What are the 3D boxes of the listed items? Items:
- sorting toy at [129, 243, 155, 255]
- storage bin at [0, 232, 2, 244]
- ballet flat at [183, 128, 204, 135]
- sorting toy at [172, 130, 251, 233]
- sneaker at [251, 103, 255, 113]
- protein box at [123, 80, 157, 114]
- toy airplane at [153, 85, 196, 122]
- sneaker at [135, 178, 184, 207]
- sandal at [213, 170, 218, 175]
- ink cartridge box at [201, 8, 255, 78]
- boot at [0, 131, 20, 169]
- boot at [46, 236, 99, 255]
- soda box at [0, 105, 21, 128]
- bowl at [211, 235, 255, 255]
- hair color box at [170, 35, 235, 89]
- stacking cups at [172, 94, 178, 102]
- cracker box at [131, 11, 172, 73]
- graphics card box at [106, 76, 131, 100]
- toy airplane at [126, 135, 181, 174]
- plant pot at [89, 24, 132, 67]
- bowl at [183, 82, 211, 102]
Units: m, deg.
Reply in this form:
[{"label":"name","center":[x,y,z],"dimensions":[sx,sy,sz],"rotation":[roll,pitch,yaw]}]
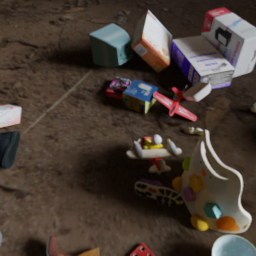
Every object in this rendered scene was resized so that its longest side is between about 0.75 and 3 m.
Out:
[{"label":"sorting toy","center":[-0.145,3.975,6.539],"dimensions":[2.961,0.501,1.427],"rotation":[-31,55,-26]},{"label":"storage bin","center":[-3.964,3.064,7.144],"dimensions":[1.503,1.094,1.009],"rotation":[-9,20,-8]},{"label":"ballet flat","center":[2.444,0.094,10.318],"dimensions":[0.779,0.246,0.268],"rotation":[9,48,9]},{"label":"sorting toy","center":[2.258,1.360,7.694],"dimensions":[1.399,2.358,2.620],"rotation":[-14,48,-13]},{"label":"sneaker","center":[5.548,-0.655,10.833],"dimensions":[1.479,0.560,0.680],"rotation":[2,51,3]},{"label":"protein box","center":[0.479,-1.266,11.273],"dimensions":[1.023,0.690,1.016],"rotation":[23,51,20]},{"label":"toy airplane","center":[1.907,-1.015,11.141],"dimensions":[1.954,0.359,1.954],"rotation":[7,60,-13]},{"label":"sneaker","center":[0.968,1.838,8.423],"dimensions":[1.524,0.614,0.636],"rotation":[18,29,23]},{"label":"sandal","center":[2.404,1.704,8.416],"dimensions":[0.401,0.268,0.981],"rotation":[10,62,41]},{"label":"ink cartridge box","center":[4.606,-3.935,12.872],"dimensions":[1.128,1.984,2.723],"rotation":[-19,50,-16]},{"label":"boot","center":[-4.548,0.719,9.443],"dimensions":[1.430,0.650,1.701],"rotation":[-1,41,-5]},{"label":"boot","center":[-1.406,3.284,7.220],"dimensions":[1.312,0.449,1.235],"rotation":[-10,48,-10]},{"label":"soda box","center":[-4.600,-0.385,9.850],"dimensions":[0.603,0.648,1.896],"rotation":[12,12,12]},{"label":"bowl","center":[2.626,3.367,7.008],"dimensions":[1.175,0.632,1.175],"rotation":[0,48,0]},{"label":"hair color box","center":[3.261,-2.995,12.715],"dimensions":[1.626,0.964,2.975],"rotation":[-12,47,-12]},{"label":"stacking cups","center":[1.957,-1.155,11.509],"dimensions":[0.236,0.236,0.780],"rotation":[15,52,14]},{"label":"cracker box","center":[1.165,-4.081,13.186],"dimensions":[1.795,0.773,2.680],"rotation":[38,42,-25]},{"label":"graphics card box","center":[-0.395,-1.728,11.982],"dimensions":[0.729,0.296,1.163],"rotation":[15,47,15]},{"label":"toy airplane","center":[0.840,0.750,8.894],"dimensions":[1.462,1.036,1.468],"rotation":[20,26,20]},{"label":"plant pot","center":[-0.630,-3.642,12.824],"dimensions":[1.529,1.502,1.497],"rotation":[32,54,34]},{"label":"bowl","center":[2.760,-1.391,11.122],"dimensions":[0.980,0.366,0.979],"rotation":[-36,18,-6]}]
